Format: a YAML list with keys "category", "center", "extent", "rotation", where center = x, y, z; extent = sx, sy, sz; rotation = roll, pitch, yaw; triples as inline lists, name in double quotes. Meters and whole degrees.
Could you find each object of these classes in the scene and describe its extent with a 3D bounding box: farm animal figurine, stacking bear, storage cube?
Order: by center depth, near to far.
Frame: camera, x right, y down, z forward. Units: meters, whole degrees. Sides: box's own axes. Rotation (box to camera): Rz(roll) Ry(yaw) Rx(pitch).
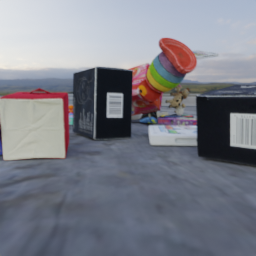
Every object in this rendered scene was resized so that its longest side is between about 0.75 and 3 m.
- category: "storage cube"
  center: [-1.586, -0.083, 4.935]
  extent: [1.012, 1.184, 1.064]
  rotation: [0, 12, -9]
- category: "stacking bear"
  center: [1.099, -1.686, 9.202]
  extent: [1.248, 1.333, 2.195]
  rotation: [-23, -17, -44]
- category: "farm animal figurine"
  center: [1.788, -1.192, 9.941]
  extent: [0.643, 1.219, 1.233]
  rotation: [6, -20, 48]

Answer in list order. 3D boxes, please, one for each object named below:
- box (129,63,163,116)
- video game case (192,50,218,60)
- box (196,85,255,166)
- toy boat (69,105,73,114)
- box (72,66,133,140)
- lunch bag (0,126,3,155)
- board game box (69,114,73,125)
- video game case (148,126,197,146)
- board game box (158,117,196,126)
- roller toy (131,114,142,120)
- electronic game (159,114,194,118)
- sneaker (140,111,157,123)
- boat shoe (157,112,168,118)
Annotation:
- category: "box"
  center: [-0.094, -1.417, 11.703]
  extent: [2.919, 1.455, 1.393]
  rotation: [-9, -31, 37]
- category: "video game case"
  center: [2.364, -2.510, 9.591]
  extent: [0.957, 0.116, 1.051]
  rotation: [-13, 26, -25]
- category: "box"
  center: [2.318, -0.124, 4.549]
  extent: [1.793, 1.071, 1.823]
  rotation: [6, 16, 39]
- category: "toy boat"
  center: [-3.206, -0.926, 15.668]
  extent: [1.052, 0.687, 0.686]
  rotation: [1, 6, 15]
- category: "box"
  center: [-0.740, -0.646, 7.458]
  extent: [1.080, 1.743, 1.713]
  rotation: [-1, 6, -30]
- category: "lunch bag"
  center: [-2.687, 0.076, 4.781]
  extent: [1.188, 0.865, 1.397]
  rotation: [-1, -2, -15]
- category: "board game box"
  center: [-2.319, -0.383, 11.733]
  extent: [1.028, 0.304, 1.352]
  rotation: [2, 10, 14]
- category: "video game case"
  center: [1.512, 0.158, 6.857]
  extent: [2.009, 0.261, 2.207]
  rotation: [0, 6, 3]
- category: "board game box"
  center: [2.242, -0.229, 10.783]
  extent: [1.256, 0.338, 2.092]
  rotation: [-8, 9, -29]
- category: "roller toy"
  center: [-0.105, -1.166, 14.191]
  extent: [1.799, 1.378, 1.972]
  rotation: [3, 16, -26]
- category: "electronic game"
  center: [2.300, -0.517, 13.333]
  extent: [1.617, 0.336, 1.617]
  rotation: [0, 5, 0]
- category: "sneaker"
  center: [0.924, -0.697, 12.089]
  extent: [0.731, 0.855, 2.063]
  rotation: [3, 16, 7]
- category: "boat shoe"
  center: [1.757, -0.672, 15.730]
  extent: [0.954, 0.346, 0.299]
  rotation: [-5, -37, -2]
